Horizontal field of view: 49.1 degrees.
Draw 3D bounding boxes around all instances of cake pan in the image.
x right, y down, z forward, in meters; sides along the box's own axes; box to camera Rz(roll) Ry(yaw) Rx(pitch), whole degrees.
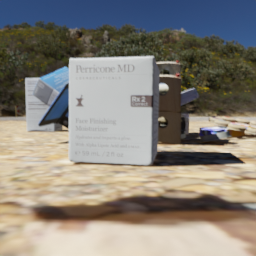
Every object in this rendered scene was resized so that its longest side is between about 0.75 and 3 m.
[{"bbox_3d":[2.477,0.251,8.025,0.923,0.169,0.923,-11,-4,-1],"label":"cake pan"}]

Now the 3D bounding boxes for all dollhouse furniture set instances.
[{"bbox_3d":[0.167,-0.820,8.252,2.720,1.906,1.917,1,24,9],"label":"dollhouse furniture set"}]

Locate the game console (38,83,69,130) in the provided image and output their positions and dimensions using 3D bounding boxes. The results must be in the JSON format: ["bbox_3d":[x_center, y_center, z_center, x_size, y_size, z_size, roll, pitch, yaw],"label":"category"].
[{"bbox_3d":[-1.556,-0.470,8.141,1.380,1.617,0.957,33,23,-19],"label":"game console"}]

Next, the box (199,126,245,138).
[{"bbox_3d":[3.385,0.142,10.191,1.759,0.365,1.047,-6,7,-45],"label":"box"}]

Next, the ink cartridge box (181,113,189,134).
[{"bbox_3d":[1.901,-0.186,11.429,0.842,0.838,1.147,0,3,-7],"label":"ink cartridge box"}]

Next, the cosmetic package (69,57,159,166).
[{"bbox_3d":[-0.181,-0.313,5.274,1.470,1.783,1.471,1,3,9],"label":"cosmetic package"}]

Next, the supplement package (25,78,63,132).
[{"bbox_3d":[-3.852,-1.051,12.980,1.304,2.381,1.354,0,3,3],"label":"supplement package"}]

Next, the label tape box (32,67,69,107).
[{"bbox_3d":[-2.086,-1.146,11.337,2.763,0.913,1.980,37,32,1],"label":"label tape box"}]

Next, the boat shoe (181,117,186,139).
[{"bbox_3d":[0.700,-0.021,9.337,2.409,0.725,0.859,0,7,1],"label":"boat shoe"}]

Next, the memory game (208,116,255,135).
[{"bbox_3d":[4.389,-0.075,10.149,2.924,0.186,2.924,7,11,-1],"label":"memory game"}]

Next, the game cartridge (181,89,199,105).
[{"bbox_3d":[1.558,-0.877,10.577,2.496,0.518,1.662,-23,-5,-46],"label":"game cartridge"}]
